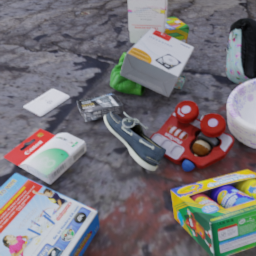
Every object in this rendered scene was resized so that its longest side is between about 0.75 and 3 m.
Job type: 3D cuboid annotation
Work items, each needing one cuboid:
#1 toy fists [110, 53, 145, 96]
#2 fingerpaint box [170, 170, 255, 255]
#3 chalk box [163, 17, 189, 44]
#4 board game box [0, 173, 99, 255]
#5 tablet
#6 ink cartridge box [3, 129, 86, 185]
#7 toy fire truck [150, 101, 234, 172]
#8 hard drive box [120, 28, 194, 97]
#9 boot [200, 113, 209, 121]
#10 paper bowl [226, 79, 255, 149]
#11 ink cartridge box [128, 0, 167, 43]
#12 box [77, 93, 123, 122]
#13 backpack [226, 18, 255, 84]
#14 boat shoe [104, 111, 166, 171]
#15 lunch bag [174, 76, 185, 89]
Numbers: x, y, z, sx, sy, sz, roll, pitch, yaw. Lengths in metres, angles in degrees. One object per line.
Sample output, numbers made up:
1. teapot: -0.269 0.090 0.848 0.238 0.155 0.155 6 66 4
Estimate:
1. toy fists: 0.155 -2.445 11.913 1.481 0.999 2.905 10 43 12
2. fingerpaint box: 2.445 1.817 6.471 2.322 0.852 1.937 -11 9 -12
3. chalk box: 1.506 -4.301 13.657 2.403 1.500 1.489 -16 43 -16
4. board game box: -2.416 2.584 6.337 2.571 0.734 2.626 19 45 21
5. tablet: -3.172 -1.019 10.945 1.016 0.107 1.561 25 47 25
6. ink cartridge box: -2.618 0.676 8.731 2.064 0.517 1.661 24 46 23
7. toy fire truck: 1.949 0.392 8.687 2.230 1.250 1.872 33 76 31
8. hard drive box: 1.198 -2.659 11.056 2.073 1.022 2.660 26 44 5
9. boot: 2.856 -0.319 9.854 0.368 0.479 1.002 30 49 30
10. paper bowl: 4.550 -0.340 8.956 2.624 1.365 2.624 -11 42 10
11. ink cartridge box: 0.860 -5.136 12.196 1.625 2.790 0.941 7 44 9
12. box: -1.052 -0.779 10.338 1.467 0.365 1.157 -14 33 -15
13. backpack: 4.965 -2.978 11.373 2.024 2.426 1.535 5 -3 -8
14. boat shoe: 0.150 0.181 8.685 1.008 0.833 2.693 19 21 -43
15. lunch bag: 2.050 -2.009 11.801 0.653 0.467 0.766 16 40 14
